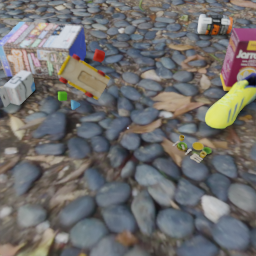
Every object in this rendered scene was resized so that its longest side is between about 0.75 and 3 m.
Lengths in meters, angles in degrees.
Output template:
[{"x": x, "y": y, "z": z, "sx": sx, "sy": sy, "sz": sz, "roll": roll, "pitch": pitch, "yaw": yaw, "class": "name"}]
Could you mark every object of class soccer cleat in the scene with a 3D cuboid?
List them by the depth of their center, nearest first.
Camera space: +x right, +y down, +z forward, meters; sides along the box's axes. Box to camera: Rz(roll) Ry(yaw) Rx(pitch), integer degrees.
[{"x": 3.423, "y": -0.953, "z": 9.112, "sx": 0.897, "sy": 1.161, "sz": 2.775, "roll": 34, "pitch": 53, "yaw": 31, "class": "soccer cleat"}]

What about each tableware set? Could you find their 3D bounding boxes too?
[{"x": 1.890, "y": 0.551, "z": 8.245, "sx": 0.686, "sy": 0.156, "sz": 1.019, "roll": -33, "pitch": 52, "yaw": -31, "class": "tableware set"}]

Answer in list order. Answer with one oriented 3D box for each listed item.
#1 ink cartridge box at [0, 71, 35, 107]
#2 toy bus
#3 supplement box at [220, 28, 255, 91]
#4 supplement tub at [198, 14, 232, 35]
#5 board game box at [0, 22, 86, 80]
[{"x": -3.855, "y": -1.341, "z": 9.831, "sx": 0.440, "sy": 0.753, "sz": 1.298, "roll": 14, "pitch": 46, "yaw": 14, "class": "ink cartridge box"}, {"x": -1.097, "y": -1.188, "z": 6.304, "sx": 1.225, "sy": 1.298, "sz": 0.671, "roll": -18, "pitch": 22, "yaw": -17, "class": "toy bus"}, {"x": 4.245, "y": -2.396, "z": 10.030, "sx": 1.325, "sy": 2.025, "sz": 1.045, "roll": 3, "pitch": 43, "yaw": 4, "class": "supplement box"}, {"x": 4.224, "y": -5.026, "z": 13.652, "sx": 1.499, "sy": 0.918, "sz": 0.918, "roll": 4, "pitch": 43, "yaw": 5, "class": "supplement tub"}, {"x": -3.338, "y": -3.137, "z": 11.308, "sx": 2.778, "sy": 1.345, "sz": 2.215, "roll": 5, "pitch": 43, "yaw": 6, "class": "board game box"}]
